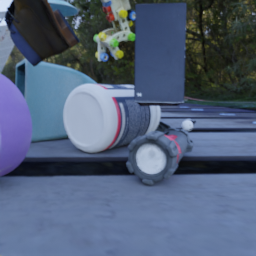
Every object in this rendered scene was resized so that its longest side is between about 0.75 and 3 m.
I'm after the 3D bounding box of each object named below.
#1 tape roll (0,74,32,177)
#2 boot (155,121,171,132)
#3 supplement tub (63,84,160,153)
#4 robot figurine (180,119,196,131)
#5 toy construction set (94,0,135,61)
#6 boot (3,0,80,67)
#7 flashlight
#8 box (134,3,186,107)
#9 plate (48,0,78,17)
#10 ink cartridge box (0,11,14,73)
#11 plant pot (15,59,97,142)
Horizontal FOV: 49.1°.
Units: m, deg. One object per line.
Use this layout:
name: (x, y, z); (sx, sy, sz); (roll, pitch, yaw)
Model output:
tape roll: (-2.779, -0.009, 4.798); (2.038, 2.038, 0.866); (2, 8, 14)
boot: (1.052, -0.010, 10.943); (0.832, 0.419, 1.113); (-4, 9, -27)
supplement tub: (-0.385, -0.348, 8.147); (1.815, 1.815, 2.587); (6, 9, 36)
robot figurine: (2.468, -0.104, 11.524); (0.479, 0.577, 0.767); (24, 14, 14)
toy construction set: (-0.419, -2.702, 6.786); (0.945, 2.052, 1.346); (37, 68, 25)
boot: (-1.733, -1.870, 4.556); (1.030, 0.794, 2.125); (-35, -37, 4)
flashlight: (0.769, 0.425, 6.040); (0.932, 0.929, 2.743); (-28, -3, 17)
box: (0.640, -1.341, 5.722); (0.925, 1.777, 1.618); (1, 3, 7)
plate: (-2.724, -4.349, 10.098); (1.843, 0.236, 1.843); (2, 7, 0)
ink cartridge box: (-3.568, -1.972, 6.885); (0.593, 2.364, 1.917); (33, 26, -5)
plant pot: (-2.585, -0.950, 10.263); (2.675, 2.626, 2.619); (0, 6, -28)
